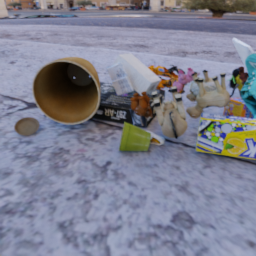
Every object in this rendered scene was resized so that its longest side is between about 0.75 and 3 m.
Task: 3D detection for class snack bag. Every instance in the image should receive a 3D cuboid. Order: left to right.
[{"bbox_3d":[-0.315,-1.728,9.910,0.120,1.117,1.053,-31,15,-31],"label":"snack bag"}]

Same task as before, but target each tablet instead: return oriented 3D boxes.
[{"bbox_3d":[4.941,-2.074,10.855,0.200,2.926,1.904,-30,22,16],"label":"tablet"}]

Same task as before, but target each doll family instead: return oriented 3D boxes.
[{"bbox_3d":[4.436,-1.631,10.472,0.964,1.420,2.458,-29,18,3],"label":"doll family"}]

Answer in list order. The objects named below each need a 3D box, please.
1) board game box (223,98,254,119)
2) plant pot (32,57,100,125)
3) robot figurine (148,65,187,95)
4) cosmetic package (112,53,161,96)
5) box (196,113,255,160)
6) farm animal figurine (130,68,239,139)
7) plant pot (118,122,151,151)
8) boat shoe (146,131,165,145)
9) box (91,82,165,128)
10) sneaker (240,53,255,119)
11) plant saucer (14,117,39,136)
[{"bbox_3d":[3.814,-0.530,9.461,0.805,0.805,0.805,-4,21,-25],"label":"board game box"},{"bbox_3d":[-1.816,-1.536,9.375,2.073,2.073,2.225,1,29,3],"label":"plant pot"},{"bbox_3d":[1.517,-1.876,10.995,1.708,1.238,0.497,23,45,37],"label":"robot figurine"},{"bbox_3d":[0.290,-1.974,10.231,1.623,0.659,0.916,43,33,14],"label":"cosmetic package"},{"bbox_3d":[3.379,0.277,7.681,2.860,1.002,0.920,8,15,15],"label":"box"},{"bbox_3d":[1.708,-0.704,8.575,2.910,1.463,2.350,-28,23,-24],"label":"farm animal figurine"},{"bbox_3d":[0.207,0.330,8.065,0.818,0.850,0.850,12,27,-3],"label":"plant pot"},{"bbox_3d":[0.688,0.328,8.511,0.837,0.297,0.292,22,28,26],"label":"boat shoe"},{"bbox_3d":[-0.289,-0.986,10.716,2.914,0.634,2.334,10,28,19],"label":"box"},{"bbox_3d":[3.998,-1.210,8.587,1.075,1.046,2.700,-3,62,3],"label":"sneaker"},{"bbox_3d":[-3.302,-0.032,9.150,0.796,0.117,0.796,4,49,-5],"label":"plant saucer"}]
